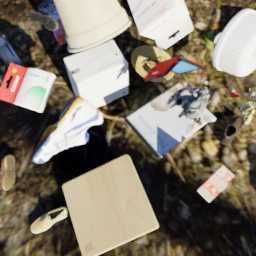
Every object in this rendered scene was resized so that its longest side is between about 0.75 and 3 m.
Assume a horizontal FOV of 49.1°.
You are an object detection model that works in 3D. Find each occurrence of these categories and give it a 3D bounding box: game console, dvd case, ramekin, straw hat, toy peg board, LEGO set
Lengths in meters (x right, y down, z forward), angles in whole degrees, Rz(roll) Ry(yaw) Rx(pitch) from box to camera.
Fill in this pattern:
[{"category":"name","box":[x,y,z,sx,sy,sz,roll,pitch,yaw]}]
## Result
[{"category":"game console","box":[1.598,-1.955,10.091,0.986,1.661,1.432,47,74,-17]},{"category":"dvd case","box":[1.464,-0.357,9.974,2.664,0.234,1.900,-35,70,-18]},{"category":"ramekin","box":[4.134,-2.880,9.915,2.314,2.314,1.078,-38,58,-17]},{"category":"straw hat","box":[0.948,-2.535,12.143,2.026,0.857,2.026,9,62,-17]},{"category":"toy peg board","box":[-0.539,2.676,9.506,2.527,1.241,2.538,-26,64,4]},{"category":"LEGO set","box":[2.025,-0.713,7.433,2.535,0.718,1.646,-11,56,33]}]

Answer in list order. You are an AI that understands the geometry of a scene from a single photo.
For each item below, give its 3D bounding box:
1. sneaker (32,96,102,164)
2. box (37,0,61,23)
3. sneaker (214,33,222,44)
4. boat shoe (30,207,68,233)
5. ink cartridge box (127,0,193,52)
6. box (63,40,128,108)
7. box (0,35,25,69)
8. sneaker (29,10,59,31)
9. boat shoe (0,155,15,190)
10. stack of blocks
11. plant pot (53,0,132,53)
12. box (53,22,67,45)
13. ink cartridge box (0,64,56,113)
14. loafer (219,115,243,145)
[{"category":"sneaker","box":[-1.660,0.284,7.608,1.063,2.411,0.908,33,27,-26]},{"category":"box","box":[-3.245,-6.224,14.245,1.502,0.414,2.199,41,70,18]},{"category":"sneaker","box":[4.619,-4.181,13.211,1.109,0.426,0.617,-28,58,-21]},{"category":"boat shoe","box":[-2.711,3.072,9.500,1.348,0.513,0.483,-31,67,-15]},{"category":"ink cartridge box","box":[1.009,-4.365,9.962,0.954,1.619,2.812,-5,73,-49]},{"category":"box","box":[-1.187,-1.998,11.161,2.093,2.104,1.375,-25,66,-12]},{"category":"box","box":[-4.581,-2.402,11.542,0.552,1.807,2.282,-31,68,-14]},{"category":"sneaker","box":[-2.450,-3.273,8.479,1.277,0.383,0.666,28,27,18]},{"category":"boat shoe","box":[-4.471,1.656,10.308,0.433,0.461,1.281,-16,68,29]},{"category":"stack of blocks","box":[2.624,1.619,8.287,0.460,1.569,0.903,45,103,19]},{"category":"plant pot","box":[-1.606,-4.616,10.331,2.789,2.553,2.789,-19,32,13]},{"category":"box","box":[-2.781,-4.633,13.273,1.448,0.722,0.691,-26,66,-13]},{"category":"ink cartridge box","box":[-2.988,-1.202,8.125,1.446,0.362,1.164,18,81,0]},{"category":"loafer","box":[4.167,0.019,11.029,0.546,0.534,1.497,31,67,14]}]
